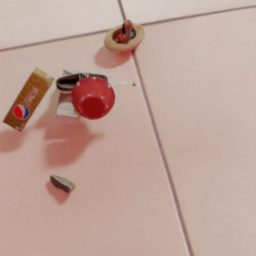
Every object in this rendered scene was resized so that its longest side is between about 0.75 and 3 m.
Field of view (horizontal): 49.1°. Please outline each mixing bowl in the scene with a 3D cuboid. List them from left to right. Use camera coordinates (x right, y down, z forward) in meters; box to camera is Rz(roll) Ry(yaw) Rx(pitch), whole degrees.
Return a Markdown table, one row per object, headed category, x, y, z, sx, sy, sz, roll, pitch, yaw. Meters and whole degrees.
| category | x | y | z | sx | sy | sz | roll | pitch | yaw |
| --- | --- | --- | --- | --- | --- | --- | --- | --- | --- |
| mixing bowl | -1.199 | -0.858 | 9.546 | 1.569 | 1.569 | 0.850 | -6 | 30 | -2 |

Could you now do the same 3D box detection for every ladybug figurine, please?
| category | x | y | z | sx | sy | sz | roll | pitch | yaw |
| --- | --- | --- | --- | --- | --- | --- | --- | --- | --- |
| ladybug figurine | -0.130 | -3.779 | 11.988 | 1.907 | 0.686 | 1.294 | -26 | 70 | -10 |

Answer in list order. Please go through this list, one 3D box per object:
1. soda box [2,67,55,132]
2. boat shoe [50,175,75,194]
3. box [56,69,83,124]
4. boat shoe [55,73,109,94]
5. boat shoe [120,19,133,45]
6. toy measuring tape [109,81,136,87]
| category | x | y | z | sx | sy | sz | roll | pitch | yaw |
| --- | --- | --- | --- | --- | --- | --- | --- | --- | --- |
| soda box | -3.518 | -0.988 | 9.902 | 0.759 | 0.718 | 2.242 | 32 | 109 | -18 |
| boat shoe | -2.289 | 1.923 | 9.777 | 1.043 | 0.395 | 0.374 | 27 | 28 | 21 |
| box | -2.253 | -1.231 | 10.874 | 0.838 | 0.697 | 2.040 | 6 | 67 | -11 |
| boat shoe | -1.662 | -1.683 | 10.356 | 2.002 | 0.637 | 0.708 | -11 | 75 | -11 |
| boat shoe | -0.114 | -3.238 | 9.522 | 0.346 | 0.965 | 0.365 | -26 | 62 | -23 |
| toy measuring tape | -0.666 | -1.207 | 10.020 | 2.021 | 0.743 | 0.743 | -7 | 67 | 9 |
